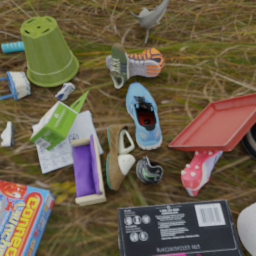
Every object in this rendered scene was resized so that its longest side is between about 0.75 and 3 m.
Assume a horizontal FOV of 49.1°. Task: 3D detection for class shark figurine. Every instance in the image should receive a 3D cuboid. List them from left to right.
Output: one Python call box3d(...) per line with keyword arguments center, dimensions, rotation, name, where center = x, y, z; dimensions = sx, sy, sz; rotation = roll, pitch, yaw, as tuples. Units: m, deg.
box3d(center=(0.802, -4.805, 11.600), dimensions=(1.294, 3.101, 1.853), rotation=(17, 83, -18), name="shark figurine")

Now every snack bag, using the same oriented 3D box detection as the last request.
box3d(center=(-2.073, 0.415, 9.630), dimensions=(2.116, 0.226, 1.995), rotation=(-16, 58, -11), name="snack bag")

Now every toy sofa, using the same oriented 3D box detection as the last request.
box3d(center=(-1.252, 1.257, 8.546), dimensions=(0.841, 0.991, 2.030), rotation=(-10, 61, -3), name="toy sofa")

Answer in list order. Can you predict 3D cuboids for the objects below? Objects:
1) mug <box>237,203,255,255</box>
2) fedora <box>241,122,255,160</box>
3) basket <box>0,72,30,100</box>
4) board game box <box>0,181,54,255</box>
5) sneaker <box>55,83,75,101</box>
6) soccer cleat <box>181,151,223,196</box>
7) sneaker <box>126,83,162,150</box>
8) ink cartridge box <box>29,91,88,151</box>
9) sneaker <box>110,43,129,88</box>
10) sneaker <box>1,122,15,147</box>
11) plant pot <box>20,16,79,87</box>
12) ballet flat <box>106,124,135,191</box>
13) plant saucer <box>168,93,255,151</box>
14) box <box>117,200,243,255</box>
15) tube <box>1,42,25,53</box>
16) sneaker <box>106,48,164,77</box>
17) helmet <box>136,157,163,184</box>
box3d(center=(4.022, 2.696, 7.010), dimensions=(1.510, 1.794, 2.046), rotation=(-6, 59, -20), name="mug")
box3d(center=(5.060, 0.166, 9.100), dimensions=(2.529, 1.155, 2.529), rotation=(-2, 63, 4), name="fedora")
box3d(center=(-4.382, -1.540, 10.481), dimensions=(1.250, 0.869, 1.102), rotation=(-12, 53, -27), name="basket")
box3d(center=(-3.838, 2.850, 7.699), dimensions=(2.713, 0.774, 2.770), rotation=(10, 57, 7), name="board game box")
box3d(center=(-2.409, -1.428, 10.735), dimensions=(0.813, 0.328, 0.469), rotation=(-39, 38, 7), name="sneaker")
box3d(center=(2.418, 1.200, 8.921), dimensions=(0.749, 0.858, 2.245), rotation=(6, 34, 42), name="soccer cleat")
box3d(center=(0.589, -0.662, 9.680), dimensions=(1.083, 1.243, 2.764), rotation=(-12, 52, -6), name="sneaker")
box3d(center=(-2.237, -0.403, 9.150), dimensions=(0.752, 1.468, 1.986), rotation=(34, 54, -22), name="ink cartridge box")
box3d(center=(-0.370, -2.209, 10.450), dimensions=(0.580, 1.729, 0.776), rotation=(17, 58, 22), name="sneaker")
box3d(center=(-4.190, 0.211, 9.705), dimensions=(0.421, 0.361, 0.968), rotation=(-9, 57, 0), name="sneaker")
box3d(center=(-3.121, -3.028, 10.711), dimensions=(2.132, 2.025, 2.132), rotation=(-2, 53, 2), name="plant pot")
box3d(center=(-0.214, 0.813, 8.991), dimensions=(0.851, 0.798, 2.354), rotation=(-16, 49, 18), name="ballet flat")
box3d(center=(2.931, -0.080, 8.929), dimensions=(2.624, 2.619, 0.482), rotation=(-41, 104, -23), name="plant saucer")
box3d(center=(1.173, 3.011, 7.115), dimensions=(2.795, 1.603, 1.847), rotation=(-4, 55, -4), name="box")
box3d(center=(-4.717, -3.536, 12.191), dimensions=(1.417, 0.357, 0.549), rotation=(-12, 71, -13), name="tube")
box3d(center=(0.346, -2.694, 11.398), dimensions=(2.336, 0.906, 1.309), rotation=(13, 42, 15), name="sneaker")
box3d(center=(0.625, 1.325, 8.694), dimensions=(0.765, 0.802, 0.802), rotation=(15, 57, -7), name="helmet")
